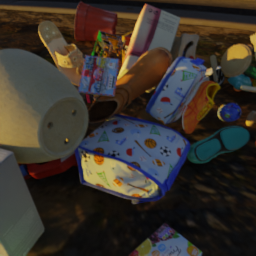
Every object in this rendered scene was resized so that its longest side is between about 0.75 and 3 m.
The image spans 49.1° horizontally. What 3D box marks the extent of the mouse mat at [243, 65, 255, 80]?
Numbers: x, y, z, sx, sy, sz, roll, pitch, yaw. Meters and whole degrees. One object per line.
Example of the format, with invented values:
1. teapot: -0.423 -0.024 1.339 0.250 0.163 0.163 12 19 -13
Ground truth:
1. mouse mat: 5.795 -2.418 12.522 1.691 0.079 2.101 21 32 0

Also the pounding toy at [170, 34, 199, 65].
1. pounding toy: 2.154 -2.266 9.911 1.266 2.214 1.270 15 -3 -35

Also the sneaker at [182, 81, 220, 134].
1. sneaker: 1.859 -0.553 7.237 0.559 1.532 0.591 28 -5 -40

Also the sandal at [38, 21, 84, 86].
1. sandal: -1.694 -2.012 7.640 0.782 2.133 0.702 -39 10 -10

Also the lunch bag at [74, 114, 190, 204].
1. lunch bag: 0.200 0.802 7.411 2.432 1.506 2.068 10 35 25

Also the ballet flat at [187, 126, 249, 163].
1. ballet flat: 2.587 0.478 8.301 2.178 0.733 0.767 -19 -2 -25

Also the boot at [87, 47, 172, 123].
1. boot: 0.038 -1.107 7.824 0.963 2.613 2.021 47 31 -3

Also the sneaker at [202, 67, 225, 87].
1. sneaker: 2.893 -1.970 11.589 2.977 1.097 1.191 -24 40 -29

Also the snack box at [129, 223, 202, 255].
1. snack box: 0.661 2.727 5.666 1.410 0.374 1.003 -30 45 -34

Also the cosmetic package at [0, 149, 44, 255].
1. cosmetic package: -2.716 1.525 5.518 1.328 2.487 1.122 14 38 18

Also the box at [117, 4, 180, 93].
1. box: 0.669 -2.677 9.738 1.308 2.400 1.535 19 -10 -9

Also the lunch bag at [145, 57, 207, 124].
1. lunch bag: 1.499 -1.186 8.252 0.927 1.966 2.453 32 22 10

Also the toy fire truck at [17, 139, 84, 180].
1. toy fire truck: -2.358 0.511 8.144 2.114 1.411 2.517 -36 44 -7

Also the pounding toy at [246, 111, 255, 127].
1. pounding toy: 5.295 -0.488 9.279 2.387 1.365 1.369 11 37 14

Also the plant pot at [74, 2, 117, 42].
1. plant pot: -1.825 -6.057 16.508 2.178 2.240 2.240 10 36 1

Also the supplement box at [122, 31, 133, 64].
1. supplement box: 0.569 -3.867 13.891 1.463 1.443 0.972 20 40 25

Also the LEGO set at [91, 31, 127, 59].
1. LEGO set: -0.636 -2.813 10.762 1.139 1.511 1.965 10 23 -21

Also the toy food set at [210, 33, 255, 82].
1. toy food set: 3.439 -2.143 8.876 0.331 1.648 1.138 14 67 -38

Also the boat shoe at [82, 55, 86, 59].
1. boat shoe: -1.892 -2.783 11.632 0.486 0.595 1.612 42 6 -8

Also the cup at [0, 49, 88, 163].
1. cup: -1.908 -0.262 5.911 1.797 2.513 2.513 20 40 31

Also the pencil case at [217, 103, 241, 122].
1. pencil case: 3.320 -0.514 9.258 0.569 0.633 1.458 38 9 8

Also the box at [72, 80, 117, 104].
1. box: -1.466 -1.728 11.300 1.878 0.996 1.148 -12 37 -17

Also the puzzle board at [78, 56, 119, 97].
1. puzzle board: -0.749 -1.378 7.274 0.925 0.107 1.228 6 62 0

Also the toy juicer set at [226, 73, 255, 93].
1. toy juicer set: 4.974 -1.778 11.792 1.622 0.694 2.550 16 32 -8
